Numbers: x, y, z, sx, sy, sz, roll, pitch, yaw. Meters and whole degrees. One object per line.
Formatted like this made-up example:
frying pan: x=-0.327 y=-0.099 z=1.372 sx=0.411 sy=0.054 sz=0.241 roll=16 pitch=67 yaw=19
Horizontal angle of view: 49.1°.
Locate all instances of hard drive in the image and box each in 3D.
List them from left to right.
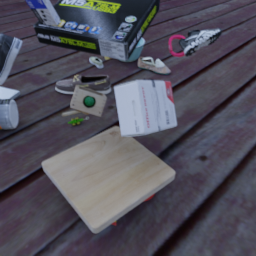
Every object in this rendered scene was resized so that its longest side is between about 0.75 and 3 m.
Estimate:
hard drive: x=-5.500 y=-1.467 z=12.239 sx=1.237 sy=0.165 sz=0.816 roll=14 pitch=40 yaw=17

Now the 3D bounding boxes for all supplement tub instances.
supplement tub: x=-5.054 y=-0.449 z=10.152 sx=1.829 sy=1.121 sz=1.121 roll=-5 pitch=38 yaw=-5

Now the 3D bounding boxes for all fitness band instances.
fitness band: x=1.578 y=-2.576 z=8.816 sx=0.599 sy=0.156 sz=0.834 roll=-1 pitch=61 yaw=1

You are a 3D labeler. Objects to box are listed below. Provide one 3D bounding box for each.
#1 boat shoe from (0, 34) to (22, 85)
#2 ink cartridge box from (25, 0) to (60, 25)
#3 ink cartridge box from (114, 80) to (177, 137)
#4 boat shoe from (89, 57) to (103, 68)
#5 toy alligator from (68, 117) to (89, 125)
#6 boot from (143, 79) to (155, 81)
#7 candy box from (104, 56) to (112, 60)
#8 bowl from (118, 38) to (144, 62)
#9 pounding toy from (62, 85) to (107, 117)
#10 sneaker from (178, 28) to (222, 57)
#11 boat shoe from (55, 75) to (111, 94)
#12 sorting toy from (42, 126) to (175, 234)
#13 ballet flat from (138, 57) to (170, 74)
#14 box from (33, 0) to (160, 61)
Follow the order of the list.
boat shoe: x=-3.053 y=-1.615 z=6.695 sx=0.556 sy=1.629 sz=0.601 roll=21 pitch=59 yaw=-27
ink cartridge box: x=-2.170 y=-3.019 z=6.996 sx=0.494 sy=1.050 sz=0.232 roll=7 pitch=69 yaw=15
ink cartridge box: x=0.511 y=-0.546 z=7.474 sx=0.750 sy=1.328 sz=1.810 roll=-7 pitch=2 yaw=35
boat shoe: x=-1.655 y=-3.513 z=14.697 sx=0.430 sy=0.370 sz=1.193 roll=-23 pitch=44 yaw=-27
toy alligator: x=-1.901 y=-0.269 z=10.672 sx=0.819 sy=0.243 sz=0.222 roll=-16 pitch=0 yaw=-19
boot: x=0.736 y=-1.617 z=12.166 sx=1.254 sy=0.566 sz=1.531 roll=-6 pitch=39 yaw=-16
candy box: x=-0.659 y=-3.510 z=10.751 sx=0.908 sy=1.572 sz=0.435 roll=-13 pitch=20 yaw=11
bowl: x=-0.052 y=-4.214 z=15.110 sx=1.857 sy=0.971 sz=1.857 roll=0 pitch=37 yaw=0
pounding toy: x=-1.243 y=-0.678 z=7.965 sx=1.040 sy=0.803 sz=1.130 roll=17 pitch=11 yaw=-14
sneaker: x=2.093 y=-2.675 z=8.236 sx=1.438 sy=0.478 sz=0.651 roll=-31 pitch=71 yaw=-13
boat shoe: x=-2.016 y=-1.976 z=12.419 sx=2.478 sy=0.738 sz=0.890 roll=2 pitch=38 yaw=3
sorting toy: x=-0.561 y=1.432 z=7.884 sx=2.664 sy=0.927 sz=2.648 roll=-27 pitch=46 yaw=-30
ballet flat: x=1.279 y=-3.170 z=14.061 sx=1.823 sy=0.613 sz=0.621 roll=18 pitch=41 yaw=21
box: x=-0.817 y=-3.275 z=8.282 sx=2.872 sy=0.682 sz=2.774 roll=16 pitch=57 yaw=16
